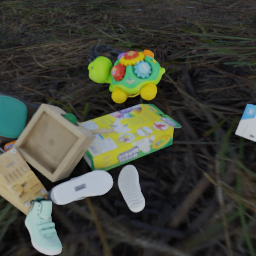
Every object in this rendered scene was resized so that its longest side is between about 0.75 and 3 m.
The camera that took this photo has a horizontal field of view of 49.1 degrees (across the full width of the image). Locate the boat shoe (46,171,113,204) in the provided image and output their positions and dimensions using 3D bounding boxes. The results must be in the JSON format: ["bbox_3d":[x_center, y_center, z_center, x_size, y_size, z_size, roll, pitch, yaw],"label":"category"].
[{"bbox_3d":[-1.013,1.289,5.993,1.483,0.532,0.503,-13,-5,-43],"label":"boat shoe"}]

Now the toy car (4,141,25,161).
[{"bbox_3d":[-3.223,0.649,6.858,1.274,0.625,0.424,-3,-5,-5],"label":"toy car"}]

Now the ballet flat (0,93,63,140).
[{"bbox_3d":[-2.665,-0.215,6.813,1.076,1.076,2.946,22,6,29],"label":"ballet flat"}]

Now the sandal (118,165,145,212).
[{"bbox_3d":[0.078,1.353,6.179,0.493,0.297,1.210,-25,41,9],"label":"sandal"}]

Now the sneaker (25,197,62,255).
[{"bbox_3d":[-1.532,1.747,5.153,0.422,0.677,1.148,6,19,-45],"label":"sneaker"}]

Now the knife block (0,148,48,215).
[{"bbox_3d":[-2.762,1.151,6.354,0.589,1.616,1.841,-38,95,-40],"label":"knife block"}]

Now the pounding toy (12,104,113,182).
[{"bbox_3d":[-1.431,0.255,6.476,1.447,1.572,1.117,36,4,8],"label":"pounding toy"}]

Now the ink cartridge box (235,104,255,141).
[{"bbox_3d":[3.689,0.020,7.207,1.498,0.868,0.500,23,13,27],"label":"ink cartridge box"}]

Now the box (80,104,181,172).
[{"bbox_3d":[-0.018,0.144,7.642,2.668,0.645,1.565,-20,39,-22],"label":"box"}]

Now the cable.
[{"bbox_3d":[-0.814,-2.774,11.712,2.167,0.550,1.768,38,54,17],"label":"cable"}]

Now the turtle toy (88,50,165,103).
[{"bbox_3d":[-0.062,-1.930,9.821,2.717,1.373,1.980,-4,37,16],"label":"turtle toy"}]
